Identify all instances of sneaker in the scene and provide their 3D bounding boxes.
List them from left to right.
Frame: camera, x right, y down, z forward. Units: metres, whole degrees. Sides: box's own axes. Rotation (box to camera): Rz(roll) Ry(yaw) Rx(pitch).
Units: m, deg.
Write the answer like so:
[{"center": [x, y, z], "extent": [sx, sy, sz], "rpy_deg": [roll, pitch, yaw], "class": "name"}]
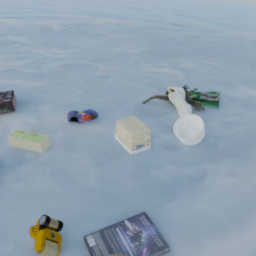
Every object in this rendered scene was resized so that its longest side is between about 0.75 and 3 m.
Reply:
[{"center": [-1.979, -0.434, 12.144], "extent": [1.422, 0.536, 0.558], "rpy_deg": [-6, 39, 7], "class": "sneaker"}, {"center": [2.210, -1.093, 12.465], "extent": [0.907, 0.681, 1.820], "rpy_deg": [9, 50, -32], "class": "sneaker"}]

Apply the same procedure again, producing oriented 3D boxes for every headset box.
[{"center": [-5.882, -1.154, 13.021], "extent": [1.145, 0.578, 1.541], "rpy_deg": [-12, 31, -15], "class": "headset box"}]

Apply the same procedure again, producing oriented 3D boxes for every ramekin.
[{"center": [2.382, 0.103, 10.775], "extent": [1.165, 0.568, 1.165], "rpy_deg": [-16, 50, 20], "class": "ramekin"}]

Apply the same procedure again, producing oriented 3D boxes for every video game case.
[{"center": [-0.059, 2.936, 7.100], "extent": [1.825, 0.173, 1.304], "rpy_deg": [-14, 35, -23], "class": "video game case"}]

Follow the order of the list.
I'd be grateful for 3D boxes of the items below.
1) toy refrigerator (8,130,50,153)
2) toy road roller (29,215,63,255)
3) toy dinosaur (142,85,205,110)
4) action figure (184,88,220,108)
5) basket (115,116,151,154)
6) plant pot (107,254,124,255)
[{"center": [-3.762, 0.478, 10.628], "extent": [1.446, 0.506, 0.549], "rpy_deg": [10, 34, 16], "class": "toy refrigerator"}, {"center": [-2.109, 2.732, 7.006], "extent": [0.737, 0.620, 1.009], "rpy_deg": [-27, 44, 24], "class": "toy road roller"}, {"center": [2.272, -1.501, 13.591], "extent": [2.970, 0.705, 1.309], "rpy_deg": [7, 43, 17], "class": "toy dinosaur"}, {"center": [3.291, -1.558, 13.778], "extent": [2.324, 0.636, 1.373], "rpy_deg": [5, 36, 14], "class": "action figure"}, {"center": [0.158, 0.231, 10.707], "extent": [0.920, 0.837, 1.357], "rpy_deg": [-17, 36, -26], "class": "basket"}, {"center": [-0.266, 3.479, 5.757], "extent": [1.502, 0.693, 1.502], "rpy_deg": [-1, 33, 0], "class": "plant pot"}]
